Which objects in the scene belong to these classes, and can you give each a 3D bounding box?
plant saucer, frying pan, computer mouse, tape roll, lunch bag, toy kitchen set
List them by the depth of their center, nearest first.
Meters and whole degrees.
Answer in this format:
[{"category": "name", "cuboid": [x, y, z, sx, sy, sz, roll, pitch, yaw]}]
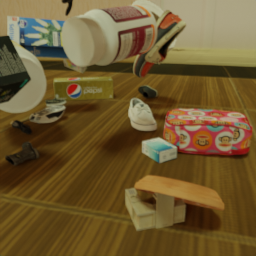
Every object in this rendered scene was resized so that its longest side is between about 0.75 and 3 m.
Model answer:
[{"category": "plant saucer", "cuboid": [0.948, 1.194, 5.243, 1.658, 0.310, 1.658, 14, -14, 4]}, {"category": "toy kitchen set", "cuboid": [0.510, 1.346, 5.456, 0.960, 0.783, 0.866, -6, 21, -15]}, {"category": "frying pan", "cuboid": [-1.033, -2.677, 5.536, 0.755, 0.203, 1.248, -40, 11, -3]}, {"category": "lunch bag", "cuboid": [2.405, -0.026, 8.787, 2.532, 1.037, 2.230, 4, 20, 11]}, {"category": "computer mouse", "cuboid": [-3.230, -0.321, 10.505, 1.185, 0.474, 2.162, 11, 28, 39]}, {"category": "tape roll", "cuboid": [0.850, -3.927, 11.214, 2.306, 2.306, 0.806, -20, -9, -43]}]

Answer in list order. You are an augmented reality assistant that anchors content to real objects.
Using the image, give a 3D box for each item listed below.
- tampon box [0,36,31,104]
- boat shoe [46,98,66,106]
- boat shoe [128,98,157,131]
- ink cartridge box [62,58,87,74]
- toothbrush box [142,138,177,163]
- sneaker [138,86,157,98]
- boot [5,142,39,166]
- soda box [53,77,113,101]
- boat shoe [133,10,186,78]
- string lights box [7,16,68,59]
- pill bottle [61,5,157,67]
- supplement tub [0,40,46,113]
[{"category": "tampon box", "cuboid": [-3.115, -1.015, 5.602, 1.245, 1.049, 1.662, -25, 3, 40]}, {"category": "boat shoe", "cuboid": [-3.377, -1.237, 13.133, 0.975, 0.310, 0.345, -14, 25, -34]}, {"category": "boat shoe", "cuboid": [0.451, -0.555, 10.607, 0.873, 0.776, 2.374, -6, 21, -16]}, {"category": "ink cartridge box", "cuboid": [-2.266, -2.688, 11.193, 1.192, 0.619, 0.354, 24, 63, 10]}, {"category": "toothbrush box", "cuboid": [0.881, 0.625, 8.006, 0.629, 0.367, 0.860, -12, 24, -30]}, {"category": "sneaker", "cuboid": [0.846, -1.911, 14.676, 0.699, 0.492, 1.317, -14, 26, -39]}, {"category": "boot", "cuboid": [-3.032, 0.719, 7.828, 0.809, 0.322, 0.929, -17, 29, -40]}, {"category": "soda box", "cuboid": [-2.251, -2.007, 14.227, 2.924, 0.990, 0.936, -4, 21, -12]}, {"category": "boat shoe", "cuboid": [0.990, -2.636, 9.444, 0.789, 2.522, 0.898, 41, 37, 12]}, {"category": "string lights box", "cuboid": [-3.127, -3.299, 10.348, 2.427, 1.247, 0.716, -2, -20, -19]}, {"category": "pill bottle", "cuboid": [-0.417, -2.292, 6.975, 1.300, 1.300, 2.277, 16, 32, 37]}, {"category": "supplement tub", "cuboid": [-3.588, -1.604, 8.306, 1.843, 1.843, 2.535, -13, 30, -30]}]
